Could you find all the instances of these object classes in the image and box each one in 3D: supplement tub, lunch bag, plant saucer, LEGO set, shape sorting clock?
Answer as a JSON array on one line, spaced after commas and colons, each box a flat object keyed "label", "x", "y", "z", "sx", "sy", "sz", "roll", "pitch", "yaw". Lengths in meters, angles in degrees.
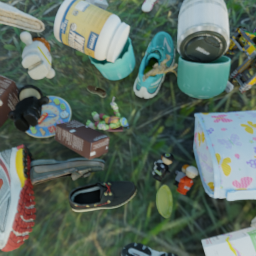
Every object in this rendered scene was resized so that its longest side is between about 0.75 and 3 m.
[{"label": "supplement tub", "x": -1.138, "y": -3.081, "z": 8.938, "sx": 2.040, "sy": 1.476, "sz": 1.476, "roll": 25, "pitch": 64, "yaw": 2}, {"label": "lunch bag", "x": 3.017, "y": 0.820, "z": 7.291, "sx": 2.295, "sy": 1.721, "sz": 2.707, "roll": -5, "pitch": 32, "yaw": 2}, {"label": "plant saucer", "x": 0.970, "y": 1.996, "z": 7.600, "sx": 0.134, "sy": 0.862, "sz": 0.862, "roll": -12, "pitch": 56, "yaw": 32}, {"label": "LEGO set", "x": 4.247, "y": -2.239, "z": 9.879, "sx": 1.855, "sy": 1.398, "sz": 2.412, "roll": -11, "pitch": 61, "yaw": -40}, {"label": "shape sorting clock", "x": -2.691, "y": -0.394, "z": 9.171, "sx": 1.646, "sy": 0.323, "sz": 1.646, "roll": 0, "pitch": 61, "yaw": 0}]

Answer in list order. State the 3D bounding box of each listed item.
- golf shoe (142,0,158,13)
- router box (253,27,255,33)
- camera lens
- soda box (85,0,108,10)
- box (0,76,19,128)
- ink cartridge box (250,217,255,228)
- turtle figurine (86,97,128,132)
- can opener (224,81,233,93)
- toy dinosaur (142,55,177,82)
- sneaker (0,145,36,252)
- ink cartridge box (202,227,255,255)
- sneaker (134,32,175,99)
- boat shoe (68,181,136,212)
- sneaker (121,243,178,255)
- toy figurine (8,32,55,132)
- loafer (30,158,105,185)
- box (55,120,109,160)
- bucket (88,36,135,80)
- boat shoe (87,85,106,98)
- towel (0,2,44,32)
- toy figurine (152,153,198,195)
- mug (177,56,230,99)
[{"label": "golf shoe", "x": 0.913, "y": -5.329, "z": 11.759, "sx": 0.424, "sy": 0.538, "sz": 1.168, "roll": 26, "pitch": 66, "yaw": 13}, {"label": "router box", "x": 5.784, "y": -3.919, "z": 11.085, "sx": 1.357, "sy": 0.347, "sz": 1.012, "roll": 25, "pitch": 64, "yaw": 13}, {"label": "camera lens", "x": 2.373, "y": -3.164, "z": 8.931, "sx": 1.553, "sy": 1.553, "sz": 1.942, "roll": 6, "pitch": 62, "yaw": 3}, {"label": "soda box", "x": -1.427, "y": -4.077, "z": 10.351, "sx": 0.589, "sy": 1.727, "sz": 0.548, "roll": -5, "pitch": 63, "yaw": -38}, {"label": "box", "x": -4.301, "y": -0.620, "z": 8.920, "sx": 0.732, "sy": 0.978, "sz": 1.954, "roll": 24, "pitch": 64, "yaw": 13}, {"label": "ink cartridge box", "x": 4.629, "y": 2.751, "z": 7.040, "sx": 1.682, "sy": 1.013, "sz": 2.315, "roll": -35, "pitch": 67, "yaw": -16}, {"label": "turtle figurine", "x": -0.736, "y": -0.367, "z": 8.598, "sx": 1.261, "sy": 1.301, "sz": 0.936, "roll": -4, "pitch": 78, "yaw": 34}, {"label": "can opener", "x": 3.194, "y": -1.700, "z": 9.835, "sx": 0.315, "sy": 0.398, "sz": 1.196, "roll": -48, "pitch": 61, "yaw": 19}, {"label": "toy dinosaur", "x": 1.113, "y": -1.881, "z": 8.864, "sx": 1.700, "sy": 0.859, "sz": 0.495, "roll": -18, "pitch": 79, "yaw": -37}, {"label": "sneaker", "x": -3.225, "y": 1.867, "z": 7.605, "sx": 1.181, "sy": 1.119, "sz": 2.875, "roll": -13, "pitch": 53, "yaw": -2}, {"label": "ink cartridge box", "x": 2.370, "y": 2.929, "z": 6.720, "sx": 1.754, "sy": 1.027, "sz": 0.591, "roll": -18, "pitch": 74, "yaw": 6}, {"label": "sneaker", "x": 1.014, "y": -2.348, "z": 9.773, "sx": 1.115, "sy": 1.146, "sz": 2.878, "roll": 15, "pitch": 62, "yaw": 7}, {"label": "boat shoe", "x": -0.686, "y": 1.853, "z": 7.789, "sx": 1.919, "sy": 0.601, "sz": 0.702, "roll": -11, "pitch": 56, "yaw": -9}, {"label": "sneaker", "x": 0.759, "y": 3.424, "z": 6.558, "sx": 1.953, "sy": 0.882, "sz": 0.763, "roll": 14, "pitch": 30, "yaw": 31}, {"label": "toy figurine", "x": -3.537, "y": -1.513, "z": 7.832, "sx": 2.796, "sy": 2.752, "sz": 1.945, "roll": 10, "pitch": 31, "yaw": -19}, {"label": "loafer", "x": -1.716, "y": 1.277, "z": 7.989, "sx": 2.101, "sy": 0.755, "sz": 0.661, "roll": -1, "pitch": 63, "yaw": -5}, {"label": "box", "x": -1.378, "y": 0.313, "z": 8.243, "sx": 1.537, "sy": 0.576, "sz": 0.770, "roll": 25, "pitch": 27, "yaw": 30}, {"label": "bucket", "x": -0.511, "y": -2.481, "z": 9.750, "sx": 1.535, "sy": 0.999, "sz": 1.535, "roll": -8, "pitch": 61, "yaw": 14}, {"label": "boat shoe", "x": -1.087, "y": -1.328, "z": 9.704, "sx": 0.767, "sy": 0.284, "sz": 0.283, "roll": 23, "pitch": 64, "yaw": 12}, {"label": "towel", "x": -3.829, "y": -3.284, "z": 7.583, "sx": 1.750, "sy": 0.455, "sz": 2.641, "roll": 34, "pitch": 21, "yaw": 28}, {"label": "toy figurine", "x": 1.266, "y": 1.184, "z": 7.694, "sx": 1.136, "sy": 1.118, "sz": 0.790, "roll": 28, "pitch": 92, "yaw": 5}, {"label": "mug", "x": 2.519, "y": -1.734, "z": 9.284, "sx": 1.610, "sy": 1.212, "sz": 1.960, "roll": 17, "pitch": 31, "yaw": 32}]
